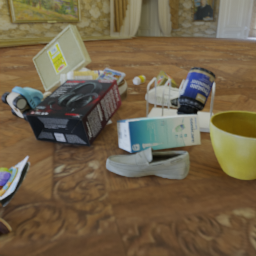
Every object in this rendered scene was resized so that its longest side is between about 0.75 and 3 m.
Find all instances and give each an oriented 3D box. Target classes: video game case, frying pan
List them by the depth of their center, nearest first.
[{"bbox_3d":[-2.353,1.009,5.707,0.254,0.944,1.560,35,-7,-25],"label":"frying pan"},{"bbox_3d":[-0.857,-1.796,11.081,0.957,0.120,1.337,21,60,27],"label":"video game case"}]

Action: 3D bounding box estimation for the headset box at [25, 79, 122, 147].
[{"bbox_3d":[-1.571,-0.676,9.094,2.002,1.039,2.690,5,38,24],"label":"headset box"}]

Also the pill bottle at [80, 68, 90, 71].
[{"bbox_3d":[-2.750,-2.962,15.673,1.591,0.902,0.902,19,29,38],"label":"pill bottle"}]

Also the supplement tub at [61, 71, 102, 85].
[{"bbox_3d":[-1.977,-1.816,12.342,1.859,1.351,1.351,-4,23,-9],"label":"supplement tub"}]

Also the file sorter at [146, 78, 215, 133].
[{"bbox_3d":[1.907,-0.900,10.053,2.334,1.453,1.620,7,24,15],"label":"file sorter"}]

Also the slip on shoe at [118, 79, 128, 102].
[{"bbox_3d":[-1.313,-1.069,11.274,2.860,0.866,1.087,-28,46,-14],"label":"slip on shoe"}]

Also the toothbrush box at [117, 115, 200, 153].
[{"bbox_3d":[0.802,0.117,7.880,1.978,0.844,1.448,-5,3,-13],"label":"toothbrush box"}]

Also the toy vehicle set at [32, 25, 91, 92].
[{"bbox_3d":[-3.214,-3.205,13.238,2.974,1.848,0.394,-27,-7,32],"label":"toy vehicle set"}]

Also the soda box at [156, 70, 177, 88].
[{"bbox_3d":[1.826,-2.232,13.850,0.709,0.670,2.094,32,19,-10],"label":"soda box"}]

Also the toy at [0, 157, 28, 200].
[{"bbox_3d":[-2.388,1.009,5.192,0.307,1.300,0.748,34,41,-26],"label":"toy"}]

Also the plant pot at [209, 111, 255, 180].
[{"bbox_3d":[2.890,0.486,6.901,1.831,1.300,1.831,-1,23,0],"label":"plant pot"}]

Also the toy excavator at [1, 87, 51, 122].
[{"bbox_3d":[-3.477,-1.043,10.777,0.969,1.886,1.940,19,57,35],"label":"toy excavator"}]

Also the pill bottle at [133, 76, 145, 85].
[{"bbox_3d":[0.607,-2.641,15.547,0.423,0.423,0.774,15,27,32],"label":"pill bottle"}]

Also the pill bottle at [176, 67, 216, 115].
[{"bbox_3d":[2.043,-1.023,8.603,0.836,1.495,0.836,22,-6,2],"label":"pill bottle"}]

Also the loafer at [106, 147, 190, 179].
[{"bbox_3d":[0.477,0.803,6.900,2.045,0.713,0.715,1,23,3],"label":"loafer"}]

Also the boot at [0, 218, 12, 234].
[{"bbox_3d":[-2.598,1.904,4.944,0.871,0.315,0.724,11,37,22],"label":"boot"}]

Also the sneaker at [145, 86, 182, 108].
[{"bbox_3d":[1.687,-1.225,11.651,2.131,0.814,0.858,3,30,22],"label":"sneaker"}]

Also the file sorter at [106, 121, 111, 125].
[{"bbox_3d":[-1.134,-0.474,10.167,0.627,0.563,0.904,-21,31,-40],"label":"file sorter"}]
